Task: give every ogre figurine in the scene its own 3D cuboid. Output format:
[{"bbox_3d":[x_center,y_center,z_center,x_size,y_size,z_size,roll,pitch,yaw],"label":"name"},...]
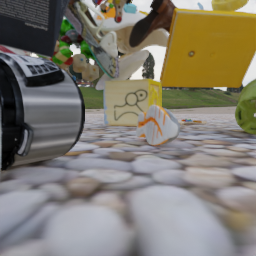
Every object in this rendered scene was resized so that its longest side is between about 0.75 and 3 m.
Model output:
[{"bbox_3d":[-1.733,-2.850,8.860,2.288,1.372,1.123,-13,-17,-1],"label":"ogre figurine"}]

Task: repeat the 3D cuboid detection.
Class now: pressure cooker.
[{"bbox_3d":[-1.121,-0.134,2.630,1.043,1.059,1.186,-21,-9,33],"label":"pressure cooker"}]

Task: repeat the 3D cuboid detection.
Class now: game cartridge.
[{"bbox_3d":[2.292,-2.118,7.792,2.515,2.217,0.408,-1,44,-10],"label":"game cartridge"}]

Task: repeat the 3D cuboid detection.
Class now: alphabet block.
[{"bbox_3d":[0.201,-0.912,10.253,1.686,1.647,1.656,2,7,21],"label":"alphabet block"}]

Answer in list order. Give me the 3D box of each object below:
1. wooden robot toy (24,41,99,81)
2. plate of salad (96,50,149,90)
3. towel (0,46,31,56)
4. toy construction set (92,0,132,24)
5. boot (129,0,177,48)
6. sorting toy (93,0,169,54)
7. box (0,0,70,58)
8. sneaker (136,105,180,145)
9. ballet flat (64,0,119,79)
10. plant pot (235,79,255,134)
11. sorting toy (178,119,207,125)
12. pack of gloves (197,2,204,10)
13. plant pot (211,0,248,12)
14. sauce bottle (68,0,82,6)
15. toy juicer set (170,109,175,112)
[{"bbox_3d":[-2.399,-2.604,10.030,2.962,1.344,1.305,3,-19,-31],"label":"wooden robot toy"},{"bbox_3d":[-0.274,-2.290,10.755,2.478,0.595,2.478,-35,-3,-2],"label":"plate of salad"},{"bbox_3d":[-4.509,-2.700,10.418,1.443,2.003,0.228,30,-8,-34],"label":"towel"},{"bbox_3d":[-0.317,-2.887,6.203,0.827,0.762,0.991,38,10,-1],"label":"toy construction set"},{"bbox_3d":[1.062,-2.788,8.127,1.774,0.570,1.653,7,-47,-48],"label":"boot"},{"bbox_3d":[0.513,-3.740,10.638,2.654,1.575,2.948,21,4,17],"label":"sorting toy"},{"bbox_3d":[-1.610,-2.693,4.577,1.265,1.753,2.362,12,-31,-11],"label":"box"},{"bbox_3d":[0.576,-0.034,4.666,0.607,0.616,1.573,9,3,-10],"label":"sneaker"},{"bbox_3d":[-0.895,-2.699,8.133,0.962,2.675,0.962,-36,11,8],"label":"ballet flat"},{"bbox_3d":[3.193,-0.442,6.723,1.440,1.440,1.368,3,17,38],"label":"plant pot"},{"bbox_3d":[2.500,-0.274,11.583,1.029,0.205,1.392,-1,4,-10],"label":"sorting toy"},{"bbox_3d":[2.811,-3.084,10.192,0.533,2.703,2.271,-15,-47,26],"label":"pack of gloves"},{"bbox_3d":[2.877,-3.975,8.103,1.017,0.956,1.017,-18,36,13],"label":"plant pot"},{"bbox_3d":[-1.634,-3.439,7.573,0.809,0.267,0.267,3,4,20],"label":"sauce bottle"},{"bbox_3d":[1.775,-0.623,15.731,1.221,0.522,1.919,-17,-2,35],"label":"toy juicer set"}]
